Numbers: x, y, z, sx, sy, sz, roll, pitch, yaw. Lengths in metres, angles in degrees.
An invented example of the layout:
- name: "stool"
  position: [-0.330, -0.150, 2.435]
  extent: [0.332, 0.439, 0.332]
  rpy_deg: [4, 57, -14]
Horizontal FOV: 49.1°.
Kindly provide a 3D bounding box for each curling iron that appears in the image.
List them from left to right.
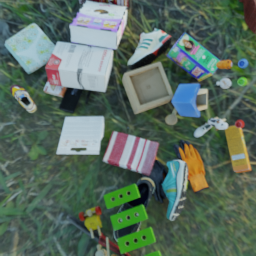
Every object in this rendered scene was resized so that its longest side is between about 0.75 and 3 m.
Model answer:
- name: "curling iron"
  position: [-0.909, 3.808, 9.459]
  extent: [2.877, 0.713, 0.368]
  rpy_deg: [35, 91, 12]

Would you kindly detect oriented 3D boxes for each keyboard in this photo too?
- name: "keyboard"
  position: [-1.989, -1.417, 11.410]
  extent: [1.156, 0.187, 1.819]
  rpy_deg: [15, 73, 12]

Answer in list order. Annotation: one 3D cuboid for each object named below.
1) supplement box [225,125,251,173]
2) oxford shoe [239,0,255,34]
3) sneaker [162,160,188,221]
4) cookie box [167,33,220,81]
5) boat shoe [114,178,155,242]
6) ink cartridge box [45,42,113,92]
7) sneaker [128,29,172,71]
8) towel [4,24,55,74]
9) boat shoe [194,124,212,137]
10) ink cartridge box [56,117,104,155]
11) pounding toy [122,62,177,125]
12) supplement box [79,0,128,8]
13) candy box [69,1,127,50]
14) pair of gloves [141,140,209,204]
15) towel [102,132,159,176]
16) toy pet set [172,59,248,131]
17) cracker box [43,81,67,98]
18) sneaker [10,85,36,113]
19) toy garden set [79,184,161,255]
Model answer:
- name: "supplement box"
  position: [4.065, 0.774, 10.405]
  extent: [0.585, 0.566, 1.702]
  rpy_deg: [-17, 69, 26]
- name: "oxford shoe"
  position: [5.708, -5.435, 12.276]
  extent: [1.111, 1.047, 2.972]
  rpy_deg: [-5, 72, -5]
- name: "sneaker"
  position: [1.597, 2.169, 9.824]
  extent: [0.829, 0.806, 2.081]
  rpy_deg: [2, 73, 29]
- name: "cookie box"
  position: [2.518, -2.690, 10.907]
  extent: [1.766, 1.511, 0.664]
  rpy_deg: [36, 87, -3]
- name: "boat shoe"
  position: [0.168, 2.833, 9.616]
  extent: [0.903, 0.753, 2.419]
  rpy_deg: [26, 85, 13]
- name: "ink cartridge box"
  position: [-1.856, -2.421, 11.106]
  extent: [2.283, 0.946, 1.676]
  rpy_deg: [9, 53, 3]
- name: "sneaker"
  position: [0.704, -3.323, 11.757]
  extent: [2.349, 0.827, 1.098]
  rpy_deg: [-40, 69, -14]
- name: "towel"
  position: [-4.094, -3.388, 11.902]
  extent: [1.647, 0.463, 1.924]
  rpy_deg: [-38, 76, -11]
- name: "boat shoe"
  position: [2.916, 0.040, 10.874]
  extent: [0.847, 0.283, 0.312]
  rpy_deg: [-38, 76, -11]
- name: "ink cartridge box"
  position: [-1.678, 0.350, 10.182]
  extent: [1.493, 0.465, 1.855]
  rpy_deg: [0, 48, 1]
- name: "pounding toy"
  position: [1.179, -1.185, 10.906]
  extent: [2.107, 1.097, 2.398]
  rpy_deg: [-20, 86, -9]
- name: "supplement box"
  position: [-1.111, -5.842, 12.314]
  extent: [2.206, 1.200, 0.672]
  rpy_deg: [18, 72, 7]
- name: "candy box"
  position: [-1.149, -4.307, 11.598]
  extent: [1.887, 0.805, 2.249]
  rpy_deg: [10, 48, 4]
- name: "pair of gloves"
  position: [1.644, 1.560, 10.354]
  extent: [2.342, 0.290, 2.086]
  rpy_deg: [-15, 71, -4]
- name: "towel"
  position: [0.098, 0.905, 10.406]
  extent: [1.838, 0.209, 1.324]
  rpy_deg: [15, 65, 8]
- name: "toy pet set"
  position: [2.762, -1.109, 9.706]
  extent: [1.248, 2.194, 2.350]
  rpy_deg: [-15, 107, -45]
- name: "cracker box"
  position: [-2.965, -1.617, 11.442]
  extent: [0.808, 0.233, 0.541]
  rpy_deg: [15, 72, 6]
- name: "sneaker"
  position: [-4.099, -1.228, 10.845]
  extent: [1.412, 0.636, 0.529]
  rpy_deg: [44, 76, 10]
- name: "toy garden set"
  position: [-0.287, 3.419, 9.028]
  extent: [2.152, 0.515, 2.582]
  rpy_deg: [-22, 69, 7]
